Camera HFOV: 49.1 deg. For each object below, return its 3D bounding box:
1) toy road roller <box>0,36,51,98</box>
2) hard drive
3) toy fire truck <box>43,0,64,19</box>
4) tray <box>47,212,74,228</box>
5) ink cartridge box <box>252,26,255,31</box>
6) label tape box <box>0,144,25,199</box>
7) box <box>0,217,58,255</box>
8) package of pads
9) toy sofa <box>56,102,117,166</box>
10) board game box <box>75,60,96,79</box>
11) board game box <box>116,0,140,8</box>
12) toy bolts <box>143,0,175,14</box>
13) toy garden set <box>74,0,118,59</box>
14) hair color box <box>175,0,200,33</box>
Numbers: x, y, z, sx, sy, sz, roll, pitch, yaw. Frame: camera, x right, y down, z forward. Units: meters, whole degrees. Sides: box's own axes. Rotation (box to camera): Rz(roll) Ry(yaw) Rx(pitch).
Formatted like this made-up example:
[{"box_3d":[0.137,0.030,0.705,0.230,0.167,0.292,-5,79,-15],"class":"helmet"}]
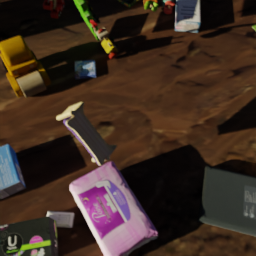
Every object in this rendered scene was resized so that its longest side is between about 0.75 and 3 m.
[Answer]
[{"box_3d":[-3.794,-2.243,9.958,1.268,1.506,2.063,-28,63,-15],"class":"toy road roller"},{"box_3d":[3.296,2.134,8.031,2.373,0.390,1.656,13,60,7],"class":"hard drive"},{"box_3d":[-3.172,-5.311,12.070,0.341,0.986,1.398,11,61,5],"class":"toy fire truck"},{"box_3d":[-1.950,2.594,7.945,0.774,0.086,0.416,3,59,2],"class":"tray"},{"box_3d":[6.360,-3.966,11.406,1.496,0.767,2.024,-23,63,-13],"class":"ink cartridge box"},{"box_3d":[-4.203,1.506,8.281,1.914,0.633,1.372,-24,62,-11],"class":"label tape box"},{"box_3d":[-2.584,2.961,7.249,1.352,0.840,1.004,-10,65,-4],"class":"box"},{"box_3d":[-0.435,2.283,7.638,1.459,0.916,2.422,-28,63,-15],"class":"package of pads"},{"box_3d":[-1.079,0.213,7.020,0.657,1.586,0.774,-12,32,45],"class":"toy sofa"},{"box_3d":[-1.648,-2.240,10.737,0.778,0.169,0.775,-6,59,-3],"class":"board game box"},{"box_3d":[-0.354,-6.421,13.169,2.090,0.245,1.095,39,69,21],"class":"board game box"},{"box_3d":[1.432,-5.735,12.311,1.318,1.259,0.914,11,48,-15],"class":"toy bolts"},{"box_3d":[-1.179,-3.903,10.148,0.553,2.773,2.312,-33,82,2],"class":"toy garden set"},{"box_3d":[2.562,-5.054,12.136,0.998,0.604,1.995,6,60,3],"class":"hair color box"}]
